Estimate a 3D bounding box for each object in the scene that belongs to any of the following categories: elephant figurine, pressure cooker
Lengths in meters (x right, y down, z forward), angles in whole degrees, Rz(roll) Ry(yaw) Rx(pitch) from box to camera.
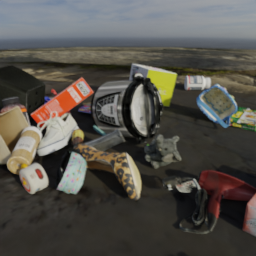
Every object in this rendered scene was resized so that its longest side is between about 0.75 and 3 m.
[{"bbox_3d":[1.162,0.652,8.397,1.104,1.007,1.423,-31,-7,-33],"label":"elephant figurine"},{"bbox_3d":[0.119,-0.743,10.463,2.495,2.194,2.228,4,56,38],"label":"pressure cooker"}]

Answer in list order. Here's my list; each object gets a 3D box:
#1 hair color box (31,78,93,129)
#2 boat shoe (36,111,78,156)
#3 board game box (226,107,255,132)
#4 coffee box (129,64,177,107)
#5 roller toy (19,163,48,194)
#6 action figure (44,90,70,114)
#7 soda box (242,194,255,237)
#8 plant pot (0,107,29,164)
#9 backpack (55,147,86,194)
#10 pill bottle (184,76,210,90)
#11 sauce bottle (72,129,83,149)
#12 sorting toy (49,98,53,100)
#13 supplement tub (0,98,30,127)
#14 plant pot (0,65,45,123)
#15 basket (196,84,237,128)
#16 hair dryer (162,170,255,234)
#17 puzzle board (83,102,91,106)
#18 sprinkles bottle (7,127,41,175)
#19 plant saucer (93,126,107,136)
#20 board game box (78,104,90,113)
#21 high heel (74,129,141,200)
[{"bbox_3d":[-2.574,-0.996,11.115,2.387,0.763,1.324,-38,12,-3],"label":"hair color box"},{"bbox_3d":[-2.600,0.007,10.049,1.014,1.171,2.746,-16,15,18],"label":"boat shoe"},{"bbox_3d":[5.409,-0.446,12.835,1.277,0.286,2.438,10,23,30],"label":"board game box"},{"bbox_3d":[1.203,-2.255,14.888,1.803,1.806,1.786,2,19,-30],"label":"coffee box"},{"bbox_3d":[-2.553,1.359,7.503,0.551,0.789,0.720,-26,34,-38],"label":"roller toy"},{"bbox_3d":[-3.920,-1.375,13.383,2.713,1.343,0.885,25,57,22],"label":"action figure"},{"bbox_3d":[3.563,1.719,6.604,0.803,0.746,2.347,18,28,39],"label":"soda box"},{"bbox_3d":[-4.112,0.369,9.082,1.315,1.486,1.484,-20,14,17],"label":"plant pot"},{"bbox_3d":[-1.556,1.226,7.603,0.728,0.960,1.150,18,29,-11],"label":"backpack"},{"bbox_3d":[4.509,-2.909,18.245,1.533,0.917,0.917,1,21,0],"label":"pill bottle"},{"bbox_3d":[-1.800,0.450,9.954,0.417,0.417,1.264,-3,22,-7],"label":"sauce bottle"},{"bbox_3d":[-4.173,-1.353,14.826,1.151,0.615,1.036,-3,13,-2],"label":"sorting toy"},{"bbox_3d":[-4.076,-0.238,10.158,0.888,1.660,0.888,-13,5,1],"label":"supplement tub"},{"bbox_3d":[-5.044,-1.331,12.614,2.061,2.323,2.318,14,23,9],"label":"plant pot"},{"bbox_3d":[3.806,-1.012,12.186,1.729,1.364,1.961,45,40,-3],"label":"basket"},{"bbox_3d":[2.142,1.793,6.950,2.366,0.643,1.802,-10,39,-11],"label":"hair dryer"},{"bbox_3d":[-1.052,-1.235,14.947,2.186,0.190,1.647,-15,24,-37],"label":"puzzle board"},{"bbox_3d":[-3.130,0.638,8.562,0.632,0.632,1.853,-2,28,-5],"label":"sprinkles bottle"},{"bbox_3d":[-0.838,0.223,9.577,0.874,0.305,0.083,36,72,9],"label":"plant saucer"},{"bbox_3d":[-1.214,-1.237,13.666,2.569,0.500,2.030,11,26,41],"label":"board game box"},{"bbox_3d":[-0.784,1.309,8.024,1.996,1.000,2.801,-26,38,1],"label":"high heel"}]
